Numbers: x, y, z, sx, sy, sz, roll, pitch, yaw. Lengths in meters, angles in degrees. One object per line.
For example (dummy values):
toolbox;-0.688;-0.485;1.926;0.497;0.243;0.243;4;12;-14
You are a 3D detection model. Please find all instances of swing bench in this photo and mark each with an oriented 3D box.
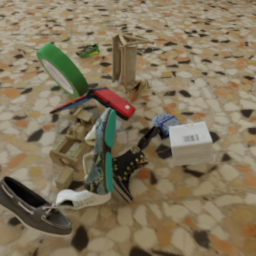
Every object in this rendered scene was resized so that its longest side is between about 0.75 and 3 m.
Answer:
swing bench;-0.004;-2.990;12.646;1.407;2.156;2.168;-13;32;-24

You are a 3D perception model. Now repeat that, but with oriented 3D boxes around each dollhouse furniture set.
dollhouse furniture set;-2.045;0.569;8.934;1.119;1.780;2.013;19;47;14

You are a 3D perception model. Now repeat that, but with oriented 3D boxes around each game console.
game console;-1.191;-0.643;10.717;2.399;1.652;2.784;36;12;0

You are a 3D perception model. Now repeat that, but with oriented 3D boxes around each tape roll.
tape roll;-2.753;-2.328;11.835;2.581;2.581;0.620;34;72;33

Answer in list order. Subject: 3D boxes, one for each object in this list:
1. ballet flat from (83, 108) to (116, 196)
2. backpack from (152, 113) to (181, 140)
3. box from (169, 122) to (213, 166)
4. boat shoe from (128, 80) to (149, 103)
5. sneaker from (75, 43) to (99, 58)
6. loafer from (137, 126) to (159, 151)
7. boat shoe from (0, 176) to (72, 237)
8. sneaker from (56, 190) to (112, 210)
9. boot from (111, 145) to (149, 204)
ballet flat;-0.843;0.598;7.847;0.932;0.932;2.510;2;66;2
backpack;1.426;-0.169;10.585;0.887;0.654;0.972;-22;68;-19
box;2.113;0.532;9.535;1.295;0.851;1.301;-8;30;8
boat shoe;0.304;-1.537;11.668;0.493;1.296;0.464;-4;55;-40
sneaker;-2.328;-4.416;15.809;1.462;0.623;0.570;-27;47;-27
loafer;0.644;0.341;9.836;1.072;0.338;0.385;-46;52;-7
boat shoe;-2.613;2.108;7.623;2.643;0.753;0.884;19;5;20
sneaker;-1.282;2.100;8.096;1.627;0.572;0.652;-8;12;-1
boot;0.056;1.361;8.718;1.332;0.647;1.769;-33;39;-6
